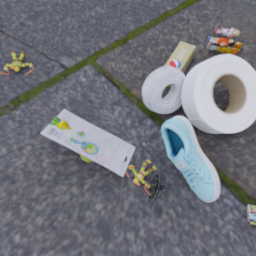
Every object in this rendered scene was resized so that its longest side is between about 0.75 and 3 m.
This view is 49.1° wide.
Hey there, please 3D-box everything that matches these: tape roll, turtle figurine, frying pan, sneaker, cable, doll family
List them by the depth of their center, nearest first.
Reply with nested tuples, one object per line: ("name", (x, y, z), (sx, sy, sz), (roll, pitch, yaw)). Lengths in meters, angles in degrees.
("frying pan", (0.929, 1.703, 8.436), (0.226, 1.391, 0.841), (18, 53, -10))
("sneaker", (1.740, 1.055, 8.525), (1.168, 1.054, 2.851), (-17, 77, -47))
("turtle figurine", (0.490, 1.542, 9.078), (1.159, 0.373, 0.935), (45, 64, 6))
("tape roll", (3.220, -1.106, 9.680), (2.688, 0.940, 2.688), (0, 89, -17))
("cable", (1.334, -1.307, 10.038), (1.741, 1.740, 0.603), (-25, 39, -19))
("frying pan", (2.333, 0.046, 10.101), (0.662, 0.178, 1.095), (-11, 61, -36))
("turtle figurine", (-4.741, -2.757, 11.806), (1.447, 0.466, 1.167), (-9, 58, -5))
("doll family", (4.262, -3.669, 12.282), (1.319, 0.958, 2.125), (18, 41, 19))

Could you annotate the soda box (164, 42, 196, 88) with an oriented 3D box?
("soda box", (2.048, -2.625, 11.600), (0.713, 0.674, 2.104), (25, 61, 15))

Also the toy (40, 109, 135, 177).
("toy", (-1.297, 0.585, 9.242), (2.831, 0.668, 1.630), (31, 35, -2))

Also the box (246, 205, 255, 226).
("box", (4.131, 2.693, 8.374), (1.065, 0.185, 0.586), (10, 41, 6))
